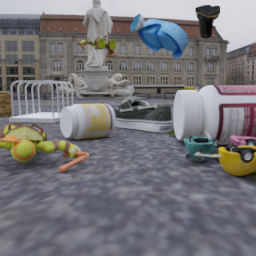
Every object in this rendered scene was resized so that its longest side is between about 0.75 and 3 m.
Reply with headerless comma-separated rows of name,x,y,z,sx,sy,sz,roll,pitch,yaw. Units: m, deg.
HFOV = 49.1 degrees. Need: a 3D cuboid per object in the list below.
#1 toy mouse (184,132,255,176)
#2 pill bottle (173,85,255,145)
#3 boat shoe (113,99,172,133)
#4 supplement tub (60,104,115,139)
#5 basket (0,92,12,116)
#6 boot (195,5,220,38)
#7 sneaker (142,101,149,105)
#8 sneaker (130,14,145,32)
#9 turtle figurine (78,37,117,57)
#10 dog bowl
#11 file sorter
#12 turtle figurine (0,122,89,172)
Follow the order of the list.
toy mouse,1.575,0.361,4.402,1.946,0.376,1.729,-1,8,-12
pill bottle,2.151,-0.270,5.942,2.208,1.261,1.261,0,7,-2
boat shoe,0.223,-0.461,8.834,1.014,0.913,2.867,-7,10,-43
supplement tub,-0.970,-0.164,6.753,1.144,0.832,0.832,-4,8,-36
basket,-6.488,-1.164,13.427,1.602,1.194,1.144,-6,9,-33
boot,2.383,-3.019,8.173,0.539,0.962,1.391,-12,28,8
sneaker,0.388,-0.592,10.236,0.856,0.830,2.344,-7,10,-43
sneaker,0.396,-3.901,10.563,0.396,0.418,1.034,-15,41,36
turtle figurine,-0.789,-2.585,8.773,1.406,0.453,1.134,15,3,-28
dog bowl,1.491,-3.912,12.020,2.614,0.648,1.457,33,-11,45
file sorter,-3.392,-1.109,11.431,1.768,1.586,2.547,0,8,7
turtle figurine,-1.731,0.226,4.358,2.028,0.653,1.635,-3,8,-21
